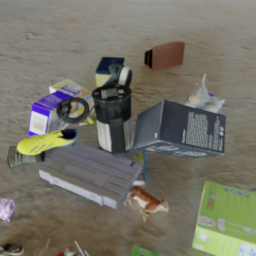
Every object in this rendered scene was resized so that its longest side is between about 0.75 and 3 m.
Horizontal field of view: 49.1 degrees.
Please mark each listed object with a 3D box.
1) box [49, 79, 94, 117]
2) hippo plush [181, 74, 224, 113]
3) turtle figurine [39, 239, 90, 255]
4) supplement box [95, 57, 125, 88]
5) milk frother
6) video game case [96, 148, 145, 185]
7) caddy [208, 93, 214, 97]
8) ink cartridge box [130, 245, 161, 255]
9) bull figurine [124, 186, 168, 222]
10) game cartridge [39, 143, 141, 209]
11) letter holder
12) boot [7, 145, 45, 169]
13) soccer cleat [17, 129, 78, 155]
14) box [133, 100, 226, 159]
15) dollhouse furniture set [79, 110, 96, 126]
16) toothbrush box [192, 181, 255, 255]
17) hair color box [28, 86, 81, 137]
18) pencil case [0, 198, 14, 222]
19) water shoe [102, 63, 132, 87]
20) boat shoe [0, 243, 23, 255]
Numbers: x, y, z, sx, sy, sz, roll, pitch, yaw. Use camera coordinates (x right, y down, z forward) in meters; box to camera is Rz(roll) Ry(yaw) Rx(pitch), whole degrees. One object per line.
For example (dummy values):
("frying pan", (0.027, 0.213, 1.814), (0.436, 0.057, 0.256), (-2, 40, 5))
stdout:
("box", (-2.629, -1.361, 13.137), (1.104, 0.995, 1.963), (-31, 47, -34))
("hippo plush", (3.408, -1.112, 12.857), (1.522, 1.508, 1.893), (36, 56, -1))
("turtle figurine", (-1.379, 3.488, 6.693), (1.339, 0.901, 1.789), (-17, 53, 2))
("supplement box", (-0.832, -2.367, 13.877), (1.163, 1.731, 1.733), (5, 37, 6))
("milk frother", (-1.036, -0.123, 9.742), (2.349, 2.210, 2.120), (2, 32, 10))
("video game case", (-0.570, 1.338, 10.159), (2.364, 0.210, 1.692), (1, 37, 2))
("caddy", (3.770, -1.340, 13.592), (0.877, 0.460, 0.620), (25, 65, 29))
("ink cartridge box", (0.384, 3.822, 6.325), (1.323, 0.762, 1.812), (16, 39, 20))
("bull figurine", (0.553, 2.320, 8.626), (1.388, 0.452, 0.843), (28, 45, 32))
("game cartridge", (-1.260, 1.478, 9.404), (2.935, 0.563, 1.903), (17, 44, 21))
("letter holder", (2.182, -4.535, 16.963), (2.202, 1.565, 1.107), (-16, 39, -20))
("boot", (-3.876, 0.641, 10.756), (1.367, 0.709, 2.093), (-9, 36, -2))
("soccer cleat", (-2.452, 0.341, 8.737), (1.925, 0.805, 0.622), (-11, 68, -38))
("box", (1.594, 0.163, 9.119), (2.223, 2.186, 1.305), (12, 77, -17))
("dollhouse furniture set", (-1.503, -0.460, 10.820), (1.088, 0.420, 0.544), (-9, 35, 36))
("toothbrush box", (3.119, 2.664, 7.675), (2.365, 1.018, 1.722), (11, 37, 16))
("hair color box", (-2.659, -0.568, 10.399), (0.787, 1.327, 2.429), (20, 27, 6))
("pencil case", (-2.941, 1.673, 5.920), (1.035, 0.435, 0.443), (13, 60, -7))
("water shoe", (-0.610, -1.373, 11.150), (0.972, 2.462, 0.880), (28, 23, 14))
("boat shoe", (-3.272, 3.251, 7.530), (0.853, 0.257, 0.315), (2, 37, 2))
